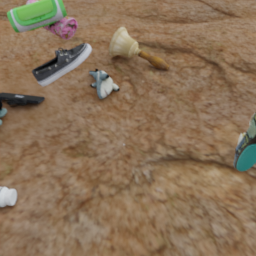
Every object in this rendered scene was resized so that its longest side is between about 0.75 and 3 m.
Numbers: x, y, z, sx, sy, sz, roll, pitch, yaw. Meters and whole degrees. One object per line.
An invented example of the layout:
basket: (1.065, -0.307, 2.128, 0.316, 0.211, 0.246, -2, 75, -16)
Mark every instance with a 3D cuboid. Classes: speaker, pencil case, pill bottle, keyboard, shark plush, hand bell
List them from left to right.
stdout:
pill bottle: (-3.741, 1.966, 7.987, 0.955, 0.556, 0.556, 2, 43, 1)
keyboard: (-4.548, -1.105, 11.567, 1.979, 0.392, 1.030, 6, 20, 8)
speaker: (-2.801, -3.527, 8.702, 1.691, 0.748, 0.748, -20, 45, -4)
pencil case: (-2.627, -3.735, 9.573, 1.911, 0.827, 0.791, 36, 13, 18)
shark plush: (-1.337, -2.109, 12.299, 0.915, 0.998, 2.197, -42, 56, 2)
hand bell: (0.699, -3.601, 13.703, 2.967, 1.545, 1.545, 30, 49, 13)

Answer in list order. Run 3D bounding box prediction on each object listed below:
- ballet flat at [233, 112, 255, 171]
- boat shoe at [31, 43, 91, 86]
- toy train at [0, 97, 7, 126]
ballet flat: (3.137, 0.203, 6.916, 0.748, 2.015, 0.748, 11, 39, -9)
boat shoe: (-1.950, -1.959, 8.079, 1.861, 0.617, 0.651, -33, 41, 3)
toy train: (-5.433, -0.301, 10.138, 1.443, 1.079, 2.532, -9, 43, 4)
